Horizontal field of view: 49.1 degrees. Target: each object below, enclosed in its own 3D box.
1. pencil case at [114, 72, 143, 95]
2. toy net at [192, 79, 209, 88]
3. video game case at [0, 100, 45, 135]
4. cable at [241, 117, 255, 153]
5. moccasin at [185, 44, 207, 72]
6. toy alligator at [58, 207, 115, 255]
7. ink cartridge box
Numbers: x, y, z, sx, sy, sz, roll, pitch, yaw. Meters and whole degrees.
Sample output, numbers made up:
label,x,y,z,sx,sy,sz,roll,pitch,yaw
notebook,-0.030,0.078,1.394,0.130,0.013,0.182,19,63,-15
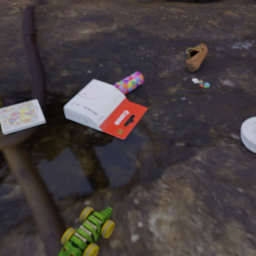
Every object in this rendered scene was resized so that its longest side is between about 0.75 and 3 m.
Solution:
label,x,y,z,sx,sy,sz,roll,pitch,yaw
pencil case,-0.001,-1.927,12.256,1.444,0.638,0.638,-31,52,-30
toy net,3.237,-1.979,12.636,0.813,0.157,0.426,25,52,26
video game case,-4.213,-0.465,11.040,1.566,0.179,1.426,-18,47,-18
cable,4.853,0.268,10.022,1.611,0.558,1.610,-3,46,-3
moccasin,3.311,-3.593,13.773,0.766,0.809,2.095,-19,28,51
toy alligator,-1.275,2.992,7.091,0.935,0.678,2.821,25,50,20
ink cartridge box,-0.844,-0.822,11.091,2.625,0.749,2.133,17,46,23
